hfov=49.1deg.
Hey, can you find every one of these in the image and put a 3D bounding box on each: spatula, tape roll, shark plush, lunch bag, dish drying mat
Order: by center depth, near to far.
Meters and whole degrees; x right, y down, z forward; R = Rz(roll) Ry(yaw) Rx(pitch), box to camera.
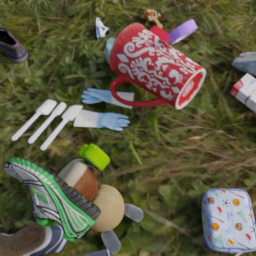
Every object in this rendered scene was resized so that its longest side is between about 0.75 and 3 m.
[{"bbox_3d":[3.042,2.801,8.401,1.523,0.718,1.901,3,61,-1],"label":"lunch bag"},{"bbox_3d":[1.720,-3.051,8.933,0.926,0.926,0.304,-33,94,-16],"label":"tape roll"},{"bbox_3d":[-2.838,-0.185,9.779,1.628,0.188,2.342,15,47,16],"label":"spatula"},{"bbox_3d":[5.527,-2.050,11.174,2.749,1.249,1.145,44,90,-1],"label":"shark plush"},{"bbox_3d":[0.794,-3.339,11.926,1.012,0.240,2.635,34,66,12],"label":"dish drying mat"}]

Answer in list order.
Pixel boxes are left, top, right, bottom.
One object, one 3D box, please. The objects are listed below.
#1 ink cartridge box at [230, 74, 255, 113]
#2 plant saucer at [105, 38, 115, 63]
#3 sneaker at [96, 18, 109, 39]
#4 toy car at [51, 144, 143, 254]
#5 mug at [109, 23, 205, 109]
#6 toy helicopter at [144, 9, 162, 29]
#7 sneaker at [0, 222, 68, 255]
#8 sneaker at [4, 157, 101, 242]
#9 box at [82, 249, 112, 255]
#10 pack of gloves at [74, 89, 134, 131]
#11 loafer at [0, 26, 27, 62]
[{"bbox_3d":[4.709,-1.328,10.691,0.919,0.519,1.252,-38,68,-18],"label":"ink cartridge box"},{"bbox_3d":[-0.547,-2.884,11.210,0.247,1.374,1.374,-14,58,29],"label":"plant saucer"},{"bbox_3d":[-1.129,-4.374,12.424,0.577,0.404,1.000,-4,69,-7],"label":"sneaker"},{"bbox_3d":[-0.930,2.253,8.344,2.821,2.226,2.318,43,75,-9],"label":"toy car"},{"bbox_3d":[0.913,-1.826,9.866,2.902,2.576,1.936,38,33,22],"label":"mug"},{"bbox_3d":[1.263,-4.941,12.760,0.727,0.433,1.099,-23,75,-22],"label":"toy helicopter"},{"bbox_3d":[-2.877,3.367,8.092,2.582,1.401,0.905,-25,64,21],"label":"sneaker"},{"bbox_3d":[-2.017,1.637,6.694,2.690,1.049,1.146,33,76,17],"label":"sneaker"},{"bbox_3d":[-1.473,4.061,6.637,2.612,2.591,1.609,-12,64,-7],"label":"box"},{"bbox_3d":[-0.891,-0.782,10.476,2.057,0.406,1.728,6,61,4],"label":"pack of gloves"},{"bbox_3d":[-5.299,-3.828,11.834,2.699,0.850,0.970,39,68,18],"label":"loafer"}]
